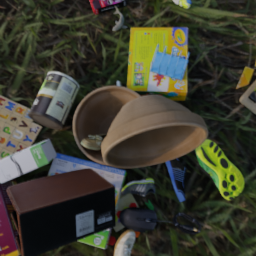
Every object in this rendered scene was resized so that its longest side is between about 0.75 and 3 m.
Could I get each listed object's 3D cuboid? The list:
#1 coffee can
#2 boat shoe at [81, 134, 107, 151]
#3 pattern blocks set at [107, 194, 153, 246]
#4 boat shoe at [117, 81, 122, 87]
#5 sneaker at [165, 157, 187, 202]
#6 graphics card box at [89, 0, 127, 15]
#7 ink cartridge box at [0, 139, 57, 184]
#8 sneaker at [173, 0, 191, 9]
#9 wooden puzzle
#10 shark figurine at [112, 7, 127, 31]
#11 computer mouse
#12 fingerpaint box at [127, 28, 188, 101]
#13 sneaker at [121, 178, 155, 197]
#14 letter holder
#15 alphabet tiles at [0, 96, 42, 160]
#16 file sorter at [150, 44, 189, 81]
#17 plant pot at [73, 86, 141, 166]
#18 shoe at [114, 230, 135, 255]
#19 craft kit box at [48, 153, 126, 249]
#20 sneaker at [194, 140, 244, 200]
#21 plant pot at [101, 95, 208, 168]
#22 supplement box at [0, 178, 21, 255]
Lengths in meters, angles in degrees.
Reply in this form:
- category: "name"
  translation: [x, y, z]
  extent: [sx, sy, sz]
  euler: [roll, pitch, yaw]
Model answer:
- category: "coffee can"
  translation: [-2.660, -0.967, 10.139]
  extent: [1.268, 1.268, 1.732]
  euler: [18, 71, 5]
- category: "boat shoe"
  translation: [-0.955, 0.409, 9.663]
  extent: [0.578, 1.577, 0.494]
  euler: [35, 113, 31]
- category: "pattern blocks set"
  translation: [-0.206, 2.927, 9.698]
  extent: [2.135, 0.173, 1.877]
  euler: [-22, 72, -5]
- category: "boat shoe"
  translation: [-0.201, -1.363, 10.873]
  extent: [0.342, 0.348, 0.965]
  euler: [-15, 86, -8]
- category: "sneaker"
  translation: [1.812, 1.716, 9.849]
  extent: [0.653, 0.588, 1.676]
  euler: [-17, 74, 3]
- category: "graphics card box"
  translation: [-0.882, -5.504, 11.997]
  extent: [1.478, 0.376, 0.927]
  euler: [-18, 75, -6]
- category: "ink cartridge box"
  translation: [-3.322, 1.057, 9.130]
  extent: [1.655, 1.209, 0.698]
  euler: [-23, 96, -1]
- category: "sneaker"
  translation: [2.330, -5.490, 12.052]
  extent: [0.892, 0.338, 0.468]
  euler: [39, 65, 3]
- category: "wooden puzzle"
  translation: [5.337, -1.189, 10.823]
  extent: [2.558, 0.299, 1.726]
  euler: [35, 77, 9]
- category: "shark figurine"
  translation: [-0.332, -4.576, 11.719]
  extent: [0.623, 0.435, 1.042]
  euler: [1, 76, -1]
- category: "computer mouse"
  translation: [1.032, 3.098, 9.206]
  extent: [2.706, 0.461, 0.793]
  euler: [4, 75, 6]
- category: "fingerpaint box"
  translation: [1.138, -2.432, 10.743]
  extent: [2.208, 0.971, 2.647]
  euler: [1, 75, 6]
- category: "sneaker"
  translation: [0.371, 2.093, 9.503]
  extent: [1.268, 0.468, 0.513]
  euler: [-12, 54, -18]
- category: "letter holder"
  translation: [-1.982, 2.295, 8.248]
  extent: [2.677, 1.903, 1.346]
  euler: [-10, 108, -31]
- category: "alphabet tiles"
  translation: [-4.709, 0.001, 10.527]
  extent: [2.631, 0.083, 2.189]
  euler: [24, 73, 6]
- category: "file sorter"
  translation: [1.458, -2.313, 9.763]
  extent: [1.179, 0.723, 0.818]
  euler: [18, 75, 7]
- category: "plant pot"
  translation: [-0.490, -0.005, 9.940]
  extent: [2.729, 1.260, 2.729]
  euler: [0, 79, 2]
- category: "shoe"
  translation: [-0.172, 4.004, 8.644]
  extent: [0.485, 0.636, 1.818]
  euler: [32, 101, 46]
- category: "craft kit box"
  translation: [-1.624, 2.422, 9.542]
  extent: [2.620, 0.636, 2.587]
  euler: [14, 70, 8]
- category: "sneaker"
  translation: [3.106, 1.347, 9.612]
  extent: [0.944, 1.065, 2.549]
  euler: [-33, 104, 3]
- category: "plant pot"
  translation: [0.630, 0.009, 7.988]
  extent: [2.980, 2.980, 1.376]
  euler: [-11, 66, -3]
- category: "supplement box"
  translation: [-4.141, 2.840, 9.033]
  extent: [1.185, 1.527, 2.767]
  euler: [-23, 75, -5]
